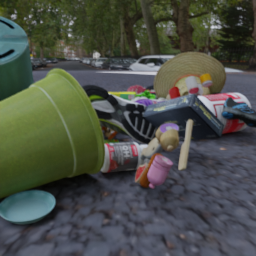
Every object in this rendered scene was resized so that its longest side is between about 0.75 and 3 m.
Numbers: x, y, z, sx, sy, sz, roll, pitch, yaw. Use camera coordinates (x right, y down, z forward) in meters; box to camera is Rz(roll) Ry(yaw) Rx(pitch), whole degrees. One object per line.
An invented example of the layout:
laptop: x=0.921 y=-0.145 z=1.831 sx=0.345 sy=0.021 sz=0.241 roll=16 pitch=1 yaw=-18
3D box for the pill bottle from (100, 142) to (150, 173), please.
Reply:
pill bottle: x=-0.073 y=0.633 z=6.180 sx=1.110 sy=0.615 sz=0.615 roll=-2 pitch=14 yaw=-23

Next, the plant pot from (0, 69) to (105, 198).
plant pot: x=-1.955 y=0.286 z=5.189 sx=2.170 sy=2.285 sz=2.285 roll=-25 pitch=26 yaw=-34

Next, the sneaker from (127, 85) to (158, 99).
sneaker: x=0.920 y=-1.834 z=15.673 sx=2.209 sy=0.891 sz=0.825 roll=2 pitch=-17 yaw=23

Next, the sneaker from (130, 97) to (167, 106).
sneaker: x=0.979 y=-0.619 z=10.429 sx=2.450 sy=0.988 sz=1.022 roll=-11 pitch=26 yaw=-30

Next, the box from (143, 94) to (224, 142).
box: x=1.284 y=-0.172 z=6.698 sx=1.543 sy=1.216 sz=0.394 roll=-10 pitch=46 yaw=51

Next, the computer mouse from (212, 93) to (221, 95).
computer mouse: x=3.546 y=-0.977 z=10.942 sx=0.741 sy=0.282 sz=1.071 roll=5 pitch=-24 yaw=2

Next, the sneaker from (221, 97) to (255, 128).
sneaker: x=3.488 y=-0.448 z=8.210 sx=1.493 sy=0.612 sz=0.547 roll=19 pitch=-22 yaw=-11

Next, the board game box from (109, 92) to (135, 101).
board game box: x=-0.655 y=-0.990 z=11.787 sx=1.924 sy=0.977 sz=0.458 roll=0 pitch=16 yaw=1

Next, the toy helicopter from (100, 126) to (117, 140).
toy helicopter: x=-0.455 y=-0.042 z=8.430 sx=0.374 sy=0.949 sz=0.628 roll=8 pitch=50 yaw=-36

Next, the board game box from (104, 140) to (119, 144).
board game box: x=-0.433 y=0.518 z=7.532 sx=0.408 sy=0.191 sz=0.803 roll=-2 pitch=15 yaw=-7

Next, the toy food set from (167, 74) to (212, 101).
toy food set: x=1.962 y=-0.935 z=9.344 sx=0.947 sy=0.893 sz=1.984 roll=3 pitch=-24 yaw=-35

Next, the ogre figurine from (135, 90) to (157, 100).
ogre figurine: x=0.836 y=-1.504 z=14.483 sx=0.891 sy=0.729 sz=1.486 roll=-30 pitch=14 yaw=-30

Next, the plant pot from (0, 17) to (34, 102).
plant pot: x=-3.348 y=-1.036 z=6.600 sx=2.649 sy=2.595 sz=2.649 roll=9 pitch=47 yaw=-10

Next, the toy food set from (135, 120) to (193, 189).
toy food set: x=0.451 y=0.530 z=4.853 sx=0.290 sy=1.172 sz=1.843 roll=22 pitch=-29 yaw=-12

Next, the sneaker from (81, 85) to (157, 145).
sneaker: x=-0.225 y=-0.313 z=7.742 sx=2.690 sy=0.994 sz=1.089 roll=28 pitch=-11 yaw=-14

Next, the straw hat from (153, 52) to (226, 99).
straw hat: x=2.415 y=-1.267 z=10.543 sx=2.980 sy=2.980 sz=1.261 roll=-1 pitch=47 yaw=-6

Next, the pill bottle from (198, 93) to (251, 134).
pill bottle: x=2.663 y=-0.407 z=8.945 sx=2.292 sy=1.287 sz=1.287 roll=-7 pitch=16 yaw=-25

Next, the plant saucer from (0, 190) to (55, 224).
plant saucer: x=-1.613 y=1.294 z=4.510 sx=0.860 sy=0.155 sz=0.860 roll=2 pitch=18 yaw=-1
